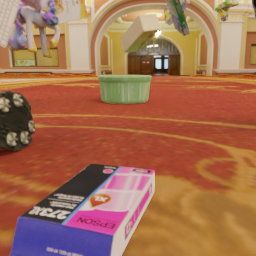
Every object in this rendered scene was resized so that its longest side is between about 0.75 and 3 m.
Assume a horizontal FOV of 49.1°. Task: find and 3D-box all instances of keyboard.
[{"bbox_3d":[-2.690,-2.956,6.227,0.121,2.276,0.641,2,-15,39],"label":"keyboard"}]

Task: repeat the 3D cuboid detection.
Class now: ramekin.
[{"bbox_3d":[-0.149,-1.750,12.467,2.342,1.144,2.342,0,12,0],"label":"ramekin"}]

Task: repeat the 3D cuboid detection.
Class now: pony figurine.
[{"bbox_3d":[-2.985,-3.427,8.452,2.154,2.231,1.858,2,7,-41],"label":"pony figurine"}]

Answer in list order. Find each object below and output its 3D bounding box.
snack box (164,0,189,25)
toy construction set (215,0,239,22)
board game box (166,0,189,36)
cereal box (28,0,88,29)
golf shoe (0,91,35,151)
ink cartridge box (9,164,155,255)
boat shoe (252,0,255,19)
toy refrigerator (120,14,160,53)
[{"bbox_3d":[1.844,-4.635,10.789,0.293,0.786,1.105,20,-38,-28],"label":"snack box"},{"bbox_3d":[2.675,-3.785,8.029,0.577,1.252,0.821,-27,-10,-27],"label":"toy construction set"},{"bbox_3d":[0.853,-2.143,5.063,0.123,0.842,0.567,-24,34,7],"label":"board game box"},{"bbox_3d":[-2.403,-4.308,9.456,0.410,1.492,2.074,13,34,41],"label":"cereal box"},{"bbox_3d":[-2.639,0.009,4.766,1.254,1.099,2.848,-5,10,12],"label":"golf shoe"},{"bbox_3d":[-0.364,0.823,2.739,0.887,0.347,1.873,4,15,17],"label":"ink cartridge box"},{"bbox_3d":[2.586,-2.179,4.967,0.830,2.298,0.832,7,36,44],"label":"boat shoe"},{"bbox_3d":[0.451,-3.738,11.317,0.775,0.714,2.040,-15,-3,-24],"label":"toy refrigerator"}]
